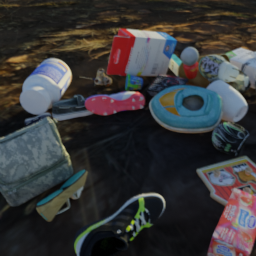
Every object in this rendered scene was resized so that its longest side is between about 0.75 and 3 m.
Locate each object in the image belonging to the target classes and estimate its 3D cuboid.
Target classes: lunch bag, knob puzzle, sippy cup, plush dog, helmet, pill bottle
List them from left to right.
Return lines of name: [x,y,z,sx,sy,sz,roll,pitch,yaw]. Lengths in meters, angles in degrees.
lunch bag: [-2.506,0.731,6.913,1.928,1.617,1.343,-26,39,-23]
pill bottle: [-3.099,-1.550,10.527,1.359,1.359,2.426,4,35,6]
plush dog: [-1.046,-2.036,12.052,0.686,0.641,0.799,15,65,-2]
sippy cup: [0.250,-1.860,11.652,0.648,0.695,0.885,6,59,-9]
helmet: [2.957,0.296,8.301,0.932,0.978,0.978,32,46,26]
knob puzzle: [2.965,1.457,7.183,2.085,0.289,2.085,0,35,0]

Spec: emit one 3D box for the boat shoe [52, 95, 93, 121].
boat shoe: [-1.785,-0.826,10.076,1.955,0.693,0.705,-21,40,-27]

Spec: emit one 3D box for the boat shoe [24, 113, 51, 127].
boat shoe: [-3.027,-0.180,9.528,0.930,0.347,0.431,-23,49,-19]

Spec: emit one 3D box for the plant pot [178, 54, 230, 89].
plant pot: [3.023,-2.300,11.566,1.645,1.645,1.765,-30,36,-36]

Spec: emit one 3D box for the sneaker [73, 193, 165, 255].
sneaker: [-0.058,2.127,5.637,2.174,0.779,0.900,-28,19,-17]

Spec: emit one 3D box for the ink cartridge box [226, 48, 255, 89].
ink cartridge box: [5.419,-2.635,12.415,1.660,0.958,2.281,-24,42,-30]

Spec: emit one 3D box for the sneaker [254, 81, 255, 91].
sneaker: [5.146,-1.086,9.899,1.181,1.101,2.979,12,34,-9]

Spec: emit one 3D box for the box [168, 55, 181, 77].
box: [2.254,-2.950,13.214,0.339,0.568,1.380,-9,36,-10]

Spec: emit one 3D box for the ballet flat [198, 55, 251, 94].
ballet flat: [3.790,-1.979,10.443,2.898,1.042,1.042,14,19,-43]

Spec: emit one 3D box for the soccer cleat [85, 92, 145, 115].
soccer cleat: [-0.491,-0.955,10.274,2.251,0.751,0.861,-7,25,-15]

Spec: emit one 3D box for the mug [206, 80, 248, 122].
mug: [3.539,-0.831,9.889,1.520,1.122,1.333,9,30,-45]

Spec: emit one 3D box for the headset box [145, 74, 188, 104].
headset box: [1.573,-1.500,11.076,1.278,0.645,1.720,14,37,19]

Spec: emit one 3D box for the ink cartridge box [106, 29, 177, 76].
ink cartridge box: [0.406,-3.169,11.911,2.957,1.718,0.994,-5,38,-28]

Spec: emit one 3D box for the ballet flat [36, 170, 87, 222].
ballet flat: [-1.492,1.627,6.768,0.571,0.524,1.663,-23,8,40]

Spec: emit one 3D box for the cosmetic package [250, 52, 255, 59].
cosmetic package: [5.766,-3.064,11.999,0.586,0.201,0.777,-12,36,-20]

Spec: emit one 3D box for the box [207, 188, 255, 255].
box: [2.278,2.102,5.857,0.719,0.750,1.505,20,39,26]

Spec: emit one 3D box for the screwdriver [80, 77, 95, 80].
screwdriver: [-1.653,-2.203,12.495,1.130,0.158,0.164,16,66,17]

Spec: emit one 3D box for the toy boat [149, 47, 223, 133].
toy boat: [1.934,-1.235,9.337,2.413,1.334,2.870,4,65,18]
